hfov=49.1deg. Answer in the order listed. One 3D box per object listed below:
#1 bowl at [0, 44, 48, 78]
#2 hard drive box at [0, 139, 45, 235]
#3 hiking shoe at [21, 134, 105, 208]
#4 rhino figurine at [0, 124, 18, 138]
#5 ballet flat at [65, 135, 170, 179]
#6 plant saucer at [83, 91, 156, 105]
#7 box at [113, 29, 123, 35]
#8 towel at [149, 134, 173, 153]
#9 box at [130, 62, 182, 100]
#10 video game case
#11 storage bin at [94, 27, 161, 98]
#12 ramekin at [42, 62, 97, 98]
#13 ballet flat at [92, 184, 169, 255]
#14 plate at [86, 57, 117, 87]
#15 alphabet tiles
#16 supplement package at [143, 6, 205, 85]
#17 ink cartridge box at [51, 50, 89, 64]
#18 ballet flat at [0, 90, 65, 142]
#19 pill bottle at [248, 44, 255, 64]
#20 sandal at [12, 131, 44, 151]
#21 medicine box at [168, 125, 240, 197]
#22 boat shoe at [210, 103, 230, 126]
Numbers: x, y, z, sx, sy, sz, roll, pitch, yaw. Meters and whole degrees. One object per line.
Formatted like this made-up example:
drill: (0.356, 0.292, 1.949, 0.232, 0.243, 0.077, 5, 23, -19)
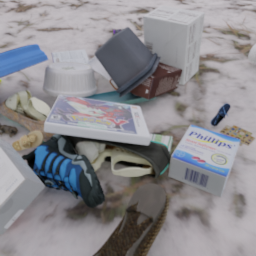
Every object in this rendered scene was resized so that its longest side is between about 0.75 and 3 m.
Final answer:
bowl: (-3.790, -1.738, 8.138, 2.875, 0.564, 2.875, -18, 18, 6)
hard drive box: (-2.628, 1.076, 5.579, 1.226, 0.604, 1.573, -48, 57, -7)
hiking shoe: (-1.407, 1.044, 6.022, 1.136, 0.975, 2.620, -30, 32, -20)
rhino figurine: (-3.457, 0.042, 7.837, 0.813, 0.243, 0.355, 13, 27, 19)
ballet flat: (-0.419, 0.575, 6.608, 2.786, 0.947, 0.953, 9, 50, 17)
plant saucer: (-0.283, -0.966, 9.125, 2.409, 0.229, 0.842, -13, 36, -15)
box: (-0.263, -4.469, 13.458, 0.821, 0.435, 0.502, -10, 39, -12)
towel: (0.624, 0.412, 7.434, 1.049, 0.161, 0.783, 9, 38, 12)
box: (0.838, -1.589, 9.138, 1.006, 0.752, 2.008, 26, 33, 26)
video game case: (-0.698, -0.262, 6.792, 2.255, 0.259, 2.055, 7, 22, -8)
storage bin: (-0.118, -2.191, 9.032, 1.668, 1.539, 2.292, -34, 14, 26)
ramekin: (-1.878, -1.600, 9.072, 1.768, 0.823, 1.768, 4, 23, -2)
ballet flat: (-0.172, 2.190, 4.635, 0.980, 0.675, 2.910, 16, 52, 33)
plate: (-0.583, -2.256, 10.327, 1.448, 0.234, 1.445, 36, 57, 4)
alphabet tiles: (3.043, 0.199, 7.814, 0.859, 0.027, 0.715, 30, 47, 32)
supplement package: (1.577, -2.953, 9.981, 1.711, 2.197, 1.218, 24, 49, 29)
ink cartridge box: (-2.257, -2.603, 11.088, 1.384, 0.300, 1.359, -10, 47, -12)
ballet flat: (-2.789, -0.519, 7.975, 2.824, 0.950, 0.961, 26, 39, 29)
pill bottle: (5.523, -2.625, 10.650, 0.986, 0.986, 1.648, -27, 45, -30)
sandal: (-2.551, 0.388, 6.896, 1.054, 0.387, 0.347, -20, 9, 28)
medicine box: (1.800, 0.715, 6.597, 1.254, 0.709, 1.377, 19, 42, 22)
boat shoe: (2.679, -0.338, 7.962, 0.318, 0.755, 0.259, 27, 12, -19)
